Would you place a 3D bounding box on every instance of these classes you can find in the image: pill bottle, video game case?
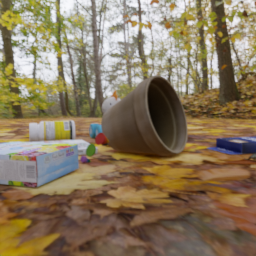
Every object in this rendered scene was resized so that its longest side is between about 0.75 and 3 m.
[{"bbox_3d":[-3.539,0.245,13.081,2.009,1.148,1.148,-2,4,-17],"label":"pill bottle"},{"bbox_3d":[-2.607,0.783,11.131,2.197,0.286,2.414,-2,6,-23],"label":"video game case"}]

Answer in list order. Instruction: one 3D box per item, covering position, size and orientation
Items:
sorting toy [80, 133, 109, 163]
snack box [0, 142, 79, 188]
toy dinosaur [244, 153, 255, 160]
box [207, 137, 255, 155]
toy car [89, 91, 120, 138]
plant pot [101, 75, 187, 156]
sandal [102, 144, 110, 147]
[{"bbox_3d":[-0.988,0.676,8.693,0.410,1.192,0.413,23,24,-45],"label":"sorting toy"},{"bbox_3d":[-2.722,0.839,7.152,2.281,0.772,1.924,0,4,17],"label":"snack box"},{"bbox_3d":[4.201,0.930,9.095,0.857,0.330,0.438,6,0,36],"label":"toy dinosaur"},{"bbox_3d":[4.970,0.697,11.475,2.998,0.486,1.816,-2,4,-14],"label":"box"},{"bbox_3d":[-0.762,-0.766,15.950,2.533,2.748,2.431,-2,5,-23],"label":"toy car"},{"bbox_3d":[0.479,-0.216,10.699,2.552,2.941,2.941,-17,-6,35],"label":"plant pot"},{"bbox_3d":[-0.696,0.757,12.577,1.122,0.253,0.421,-15,-11,35],"label":"sandal"}]
